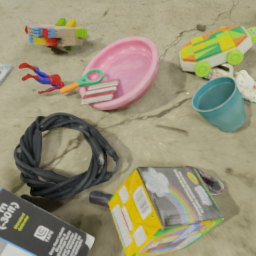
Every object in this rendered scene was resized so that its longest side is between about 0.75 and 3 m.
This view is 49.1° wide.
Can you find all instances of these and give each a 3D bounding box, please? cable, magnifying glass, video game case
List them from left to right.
[{"bbox_3d":[-4.597,-1.786,9.280,1.160,0.128,1.057,8,49,6],"label":"video game case"},{"bbox_3d":[-1.629,0.591,6.795,2.155,0.671,2.641,-29,54,-22],"label":"cable"},{"bbox_3d":[-1.343,-1.346,8.216,1.369,0.153,0.545,-29,58,-12],"label":"magnifying glass"}]

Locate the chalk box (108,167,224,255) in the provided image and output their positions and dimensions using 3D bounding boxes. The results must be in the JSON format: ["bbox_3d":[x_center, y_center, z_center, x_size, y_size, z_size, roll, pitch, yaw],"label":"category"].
[{"bbox_3d":[0.828,1.546,5.323,1.930,1.195,1.201,7,42,-35],"label":"chalk box"}]

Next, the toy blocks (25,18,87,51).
[{"bbox_3d":[-2.690,-3.161,9.532,2.185,1.092,1.493,20,28,36],"label":"toy blocks"}]

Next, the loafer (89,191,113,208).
[{"bbox_3d":[-0.462,1.629,6.175,0.828,0.261,0.298,15,19,7],"label":"loafer"}]

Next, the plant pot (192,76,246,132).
[{"bbox_3d":[2.468,-0.527,7.323,1.191,1.119,1.191,-30,34,23],"label":"plant pot"}]

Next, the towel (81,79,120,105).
[{"bbox_3d":[-0.747,-1.019,7.814,0.897,0.142,1.245,-9,30,14],"label":"towel"}]

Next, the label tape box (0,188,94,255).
[{"bbox_3d":[-2.172,2.060,4.349,2.698,0.854,1.946,34,57,-13],"label":"label tape box"}]

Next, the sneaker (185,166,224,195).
[{"bbox_3d":[1.682,1.186,6.344,0.982,0.366,0.396,25,76,19],"label":"sneaker"}]

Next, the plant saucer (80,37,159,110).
[{"bbox_3d":[-0.207,-1.520,8.144,2.534,0.642,2.534,-17,52,24],"label":"plant saucer"}]

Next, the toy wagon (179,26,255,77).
[{"bbox_3d":[3.074,-2.684,9.053,2.823,0.559,2.191,-18,34,20],"label":"toy wagon"}]

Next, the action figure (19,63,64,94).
[{"bbox_3d":[-2.594,-1.358,8.226,0.860,1.737,0.567,-21,78,23],"label":"action figure"}]

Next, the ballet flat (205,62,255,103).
[{"bbox_3d":[3.199,-1.555,8.668,2.271,0.726,0.859,35,53,27],"label":"ballet flat"}]
